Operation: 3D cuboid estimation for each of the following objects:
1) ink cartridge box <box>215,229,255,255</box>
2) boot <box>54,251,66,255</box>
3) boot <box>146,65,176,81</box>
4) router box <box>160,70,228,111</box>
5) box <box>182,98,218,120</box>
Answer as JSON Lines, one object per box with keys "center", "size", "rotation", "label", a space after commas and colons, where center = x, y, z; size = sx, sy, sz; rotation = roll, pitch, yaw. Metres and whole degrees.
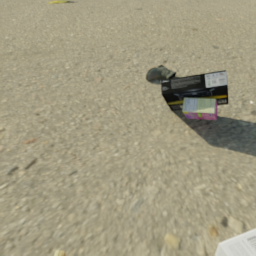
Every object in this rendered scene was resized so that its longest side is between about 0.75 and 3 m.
{"center": [3.455, 3.151, 6.203], "size": [2.444, 1.034, 1.766], "rotation": [-14, 39, -16], "label": "ink cartridge box"}
{"center": [-0.905, 3.480, 6.051], "size": [1.474, 0.690, 1.896], "rotation": [-8, 38, -11], "label": "boot"}
{"center": [1.764, -2.804, 14.755], "size": [1.056, 0.547, 1.617], "rotation": [33, 49, 29], "label": "boot"}
{"center": [2.713, -1.410, 11.226], "size": [2.462, 1.936, 0.643], "rotation": [-6, 71, 18], "label": "router box"}
{"center": [2.808, -0.721, 10.859], "size": [1.184, 1.041, 0.572], "rotation": [5, 80, 22], "label": "box"}
